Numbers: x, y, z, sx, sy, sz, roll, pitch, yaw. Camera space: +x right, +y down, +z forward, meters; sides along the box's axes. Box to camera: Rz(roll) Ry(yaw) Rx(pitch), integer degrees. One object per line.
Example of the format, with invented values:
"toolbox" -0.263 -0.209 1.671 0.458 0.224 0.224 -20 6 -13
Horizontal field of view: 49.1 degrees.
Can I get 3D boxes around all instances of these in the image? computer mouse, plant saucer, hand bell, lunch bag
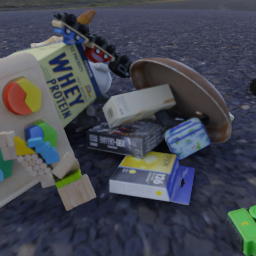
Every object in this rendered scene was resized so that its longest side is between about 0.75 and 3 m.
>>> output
"computer mouse" 1.372 -0.172 6.933 1.321 0.928 0.304 20 60 -29
"plant saucer" 1.302 -0.710 6.867 2.904 2.904 0.466 29 74 43
"hand bell" -1.954 -3.063 9.273 2.281 1.188 1.188 -40 30 7
"lunch bag" 1.445 0.259 6.915 0.995 0.800 0.410 -26 26 6

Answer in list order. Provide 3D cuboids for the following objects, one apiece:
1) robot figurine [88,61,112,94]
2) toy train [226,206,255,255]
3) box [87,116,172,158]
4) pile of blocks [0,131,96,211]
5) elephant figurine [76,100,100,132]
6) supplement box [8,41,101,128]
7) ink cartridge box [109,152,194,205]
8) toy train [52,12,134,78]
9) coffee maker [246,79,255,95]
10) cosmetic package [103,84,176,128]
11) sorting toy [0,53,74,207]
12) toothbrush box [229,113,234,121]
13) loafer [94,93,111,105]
"robot figurine" -1.413 -1.835 10.380 1.702 1.134 2.007 -27 -19 28
"toy train" 2.219 2.133 3.957 0.734 0.543 2.603 -13 29 -3
"box" 0.129 0.080 7.404 1.561 0.493 1.980 8 22 28
"pile of blocks" -1.445 0.646 5.226 0.828 2.018 0.627 -46 16 -1
"elephant figurine" -1.283 -0.561 8.364 0.751 1.062 0.824 -11 25 -7
"supplement box" -2.631 -0.980 7.494 2.555 1.715 2.553 1 35 34
"ink cartridge box" 0.589 0.981 6.075 1.588 0.373 1.570 4 19 16
"toy train" -0.814 -2.053 7.394 0.499 0.670 2.925 32 5 43
"coffee maker" 5.391 -1.654 10.866 1.081 0.728 1.039 -3 27 -7
"cosmetic package" 0.272 -0.541 6.938 1.598 0.568 0.840 -16 -10 -25
"sorting toy" -2.345 0.030 5.443 0.467 2.558 2.368 0 26 46
"toothbrush box" 2.325 -0.158 7.643 0.385 0.894 0.651 8 35 -33
"loafer" -0.922 -1.004 9.360 1.120 0.403 0.352 21 11 -29
